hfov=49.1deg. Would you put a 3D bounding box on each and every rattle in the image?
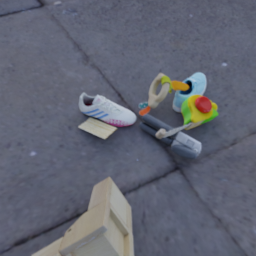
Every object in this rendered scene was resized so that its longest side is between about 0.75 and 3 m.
[{"bbox_3d":[1.253,-1.083,10.369,1.185,1.659,1.080,8,23,-42],"label":"rattle"}]

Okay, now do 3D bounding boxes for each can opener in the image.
[{"bbox_3d":[1.310,0.286,9.266,2.327,0.621,0.778,31,19,23],"label":"can opener"}]

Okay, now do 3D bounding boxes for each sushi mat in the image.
[{"bbox_3d":[-1.078,0.001,9.782,1.363,0.082,0.652,21,50,34],"label":"sushi mat"}]

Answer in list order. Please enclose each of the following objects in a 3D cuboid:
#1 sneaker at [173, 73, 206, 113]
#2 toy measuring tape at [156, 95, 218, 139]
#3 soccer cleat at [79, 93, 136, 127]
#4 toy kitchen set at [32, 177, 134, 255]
[{"bbox_3d":[2.479,-1.580,10.765,0.843,0.934,2.280,24,54,17],"label":"sneaker"},{"bbox_3d":[1.945,-0.494,9.514,2.974,1.094,1.094,-18,51,-32],"label":"toy measuring tape"},{"bbox_3d":[-0.780,-0.661,9.997,2.174,0.939,0.760,14,52,11],"label":"soccer cleat"},{"bbox_3d":[-1.040,3.254,6.810,2.798,2.283,2.524,-32,11,6],"label":"toy kitchen set"}]
